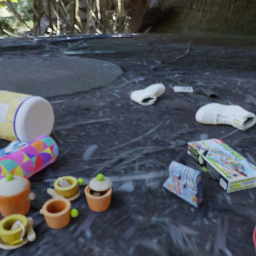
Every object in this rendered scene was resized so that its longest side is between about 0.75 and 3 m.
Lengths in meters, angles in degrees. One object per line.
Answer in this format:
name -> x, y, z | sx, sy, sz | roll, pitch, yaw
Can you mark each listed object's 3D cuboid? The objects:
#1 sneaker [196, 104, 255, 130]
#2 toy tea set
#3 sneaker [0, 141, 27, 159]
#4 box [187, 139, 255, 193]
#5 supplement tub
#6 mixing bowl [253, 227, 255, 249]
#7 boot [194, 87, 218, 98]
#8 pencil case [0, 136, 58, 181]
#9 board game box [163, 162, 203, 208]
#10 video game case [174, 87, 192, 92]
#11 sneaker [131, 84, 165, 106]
sneaker -> 4.126, -0.445, 11.607 | 2.335, 0.860, 1.350 | -6, 22, -16
toy tea set -> -1.868, 1.584, 6.821 | 2.960, 1.096, 1.760 | -14, 28, -27
sneaker -> -3.589, 0.927, 8.838 | 0.739, 0.664, 1.796 | 5, 26, 6
box -> 2.965, 1.078, 8.779 | 1.291, 0.407, 2.346 | -7, 25, -16
supplement tub -> -4.227, -0.406, 10.368 | 2.453, 1.784, 1.784 | 11, 27, 23
mixing bowl -> 3.105, 2.526, 4.798 | 1.957, 1.060, 1.957 | 1, 24, 0
boot -> 4.316, -1.923, 15.443 | 1.103, 0.382, 0.961 | 0, 24, -5
pencil case -> -3.063, 1.059, 8.243 | 1.003, 1.003, 2.270 | 12, 29, 24
board game box -> 1.355, 1.409, 7.203 | 1.051, 1.052, 0.324 | 17, 46, 39
video game case -> 3.262, -2.285, 16.591 | 1.040, 0.094, 0.745 | 3, 24, 8
sneaker -> 1.278, -1.656, 14.555 | 1.986, 0.732, 1.148 | -21, 32, -20
